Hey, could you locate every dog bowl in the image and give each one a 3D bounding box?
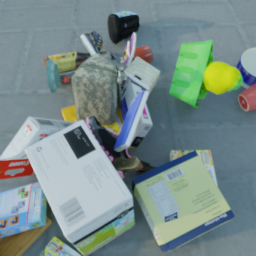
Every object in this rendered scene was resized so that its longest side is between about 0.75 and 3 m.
[{"bbox_3d":[6.352,-2.744,13.301,2.293,0.903,2.293,0,55,0],"label":"dog bowl"}]

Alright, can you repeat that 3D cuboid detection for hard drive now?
[{"bbox_3d":[0.083,-0.197,9.405,0.245,1.273,1.930,24,71,-11],"label":"hard drive"}]

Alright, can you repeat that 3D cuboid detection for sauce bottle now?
[{"bbox_3d":[-2.763,-3.277,13.688,2.585,0.853,0.853,-17,57,-23],"label":"sauce bottle"}]

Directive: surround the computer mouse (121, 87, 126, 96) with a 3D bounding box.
[{"bbox_3d":[-0.026,-1.318,12.305,1.557,1.078,0.411,30,41,30],"label":"computer mouse"}]

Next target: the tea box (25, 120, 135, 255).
[{"bbox_3d":[-1.373,1.950,8.770,1.987,2.925,2.974,-28,59,-14],"label":"tea box"}]

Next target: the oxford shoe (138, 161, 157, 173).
[{"bbox_3d":[0.963,1.720,10.541,1.280,0.465,0.540,19,72,16],"label":"oxford shoe"}]

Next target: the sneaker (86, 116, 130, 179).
[{"bbox_3d":[-0.553,0.532,10.214,1.229,1.018,2.577,-33,83,0],"label":"sneaker"}]

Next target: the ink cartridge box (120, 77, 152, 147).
[{"bbox_3d":[0.196,-0.691,11.168,0.508,1.296,2.738,8,45,-26],"label":"ink cartridge box"}]

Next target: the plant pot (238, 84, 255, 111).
[{"bbox_3d":[5.469,-1.294,12.227,1.030,1.165,1.165,-23,58,-1],"label":"plant pot"}]

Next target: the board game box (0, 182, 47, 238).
[{"bbox_3d":[-3.786,2.740,9.351,2.107,0.386,1.594,-15,43,2],"label":"board game box"}]

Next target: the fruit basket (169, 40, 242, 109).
[{"bbox_3d":[3.268,-2.095,11.485,2.871,2.071,2.871,0,91,17],"label":"fruit basket"}]

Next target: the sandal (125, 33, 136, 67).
[{"bbox_3d":[0.032,-3.056,11.077,0.347,1.414,0.575,3,40,-14],"label":"sandal"}]

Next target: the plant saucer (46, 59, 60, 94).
[{"bbox_3d":[-2.922,-2.036,11.049,0.241,1.343,1.343,-4,55,-1],"label":"plant saucer"}]

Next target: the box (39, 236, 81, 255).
[{"bbox_3d":[-2.092,4.255,8.826,1.440,0.271,0.983,28,60,18],"label":"box"}]

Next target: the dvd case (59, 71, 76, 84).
[{"bbox_3d":[-2.403,-2.405,12.830,1.928,1.407,0.212,-17,94,-12],"label":"dvd case"}]

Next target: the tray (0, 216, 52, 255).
[{"bbox_3d":[-3.723,3.584,9.223,1.085,0.407,2.200,34,63,21],"label":"tray"}]

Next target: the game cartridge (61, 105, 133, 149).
[{"bbox_3d":[-1.226,-0.064,11.705,2.493,0.459,2.828,-18,57,-15],"label":"game cartridge"}]

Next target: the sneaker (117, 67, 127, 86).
[{"bbox_3d":[-0.183,-1.673,9.757,0.312,0.481,0.832,-2,57,4],"label":"sneaker"}]

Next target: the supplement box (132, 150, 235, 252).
[{"bbox_3d":[1.625,2.379,9.029,2.312,1.552,2.309,-23,68,-10],"label":"supplement box"}]

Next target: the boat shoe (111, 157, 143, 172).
[{"bbox_3d":[-0.063,1.162,8.518,1.224,0.414,0.441,-11,47,48],"label":"boat shoe"}]

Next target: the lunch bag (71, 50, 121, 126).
[{"bbox_3d":[-1.109,-1.609,11.190,1.683,2.415,2.025,6,43,8],"label":"lunch bag"}]

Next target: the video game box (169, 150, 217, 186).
[{"bbox_3d":[2.437,1.661,10.553,1.566,0.402,1.719,0,56,-2],"label":"video game box"}]

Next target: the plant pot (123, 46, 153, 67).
[{"bbox_3d":[0.534,-3.434,13.664,1.117,1.149,1.149,-26,59,-21],"label":"plant pot"}]

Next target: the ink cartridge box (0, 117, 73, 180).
[{"bbox_3d":[-3.105,0.894,9.330,0.676,2.185,2.695,41,102,20],"label":"ink cartridge box"}]

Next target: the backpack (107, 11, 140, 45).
[{"bbox_3d":[-0.216,-5.499,14.910,1.897,1.548,1.459,-25,44,-24],"label":"backpack"}]

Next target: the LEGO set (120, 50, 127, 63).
[{"bbox_3d":[-0.179,-3.176,12.695,0.282,0.759,0.349,-31,84,-25],"label":"LEGO set"}]

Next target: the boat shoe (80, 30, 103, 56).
[{"bbox_3d":[-1.511,-3.938,13.549,0.899,0.700,1.979,-29,69,-7],"label":"boat shoe"}]

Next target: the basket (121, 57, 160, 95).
[{"bbox_3d":[0.520,-2.081,12.134,1.333,1.345,1.082,35,71,7],"label":"basket"}]
